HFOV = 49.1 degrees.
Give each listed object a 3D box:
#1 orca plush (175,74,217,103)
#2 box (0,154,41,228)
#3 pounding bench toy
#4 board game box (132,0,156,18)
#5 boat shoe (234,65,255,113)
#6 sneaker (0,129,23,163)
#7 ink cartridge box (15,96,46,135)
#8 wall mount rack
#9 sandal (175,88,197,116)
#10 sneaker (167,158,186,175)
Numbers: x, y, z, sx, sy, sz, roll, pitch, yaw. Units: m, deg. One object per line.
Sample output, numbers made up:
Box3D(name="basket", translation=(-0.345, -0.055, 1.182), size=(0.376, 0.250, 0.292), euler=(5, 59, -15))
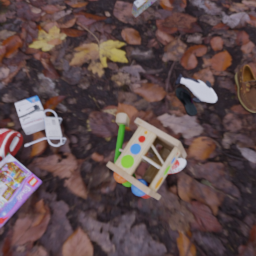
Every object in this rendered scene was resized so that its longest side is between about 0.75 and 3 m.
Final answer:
Box3D(name="orca plush", translation=(2.611, -1.450, 10.795), size=(1.687, 0.600, 0.888), euler=(17, 97, 7))
Box3D(name="box", translation=(-3.819, 1.969, 8.498), size=(1.342, 0.384, 1.962), euler=(40, 65, 1))
Box3D(name="pounding bench toy", translation=(0.117, 0.502, 5.069), size=(1.423, 0.884, 1.110), euler=(31, 82, 26))
Box3D(name="board game box", translation=(0.810, -5.135, 11.148), size=(1.463, 0.984, 0.250), euler=(-41, 93, -2))
Box3D(name="boat shoe", translation=(4.592, -1.526, 10.664), size=(0.736, 0.690, 2.044), euler=(-2, 59, -1))
Box3D(name="sneaker", translation=(-4.430, 0.942, 9.316), size=(1.174, 0.797, 2.033), euler=(16, 65, 37))
Box3D(name="ink cartridge box", translation=(-3.476, -0.458, 10.129), size=(0.861, 0.502, 1.191), euler=(-22, 61, -13))
Box3D(name="wall mount rack", translation=(-2.852, 0.111, 9.547), size=(1.314, 0.564, 1.512), euler=(2, 54, -32))
Box3D(name="sandal", translation=(2.241, -1.063, 10.600), size=(0.510, 0.325, 1.356), euler=(-18, 60, -11))
Box3D(name="sneaker", translation=(1.356, 1.199, 9.018), size=(1.273, 0.682, 0.425), euler=(-19, 61, -11))
